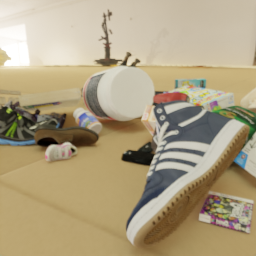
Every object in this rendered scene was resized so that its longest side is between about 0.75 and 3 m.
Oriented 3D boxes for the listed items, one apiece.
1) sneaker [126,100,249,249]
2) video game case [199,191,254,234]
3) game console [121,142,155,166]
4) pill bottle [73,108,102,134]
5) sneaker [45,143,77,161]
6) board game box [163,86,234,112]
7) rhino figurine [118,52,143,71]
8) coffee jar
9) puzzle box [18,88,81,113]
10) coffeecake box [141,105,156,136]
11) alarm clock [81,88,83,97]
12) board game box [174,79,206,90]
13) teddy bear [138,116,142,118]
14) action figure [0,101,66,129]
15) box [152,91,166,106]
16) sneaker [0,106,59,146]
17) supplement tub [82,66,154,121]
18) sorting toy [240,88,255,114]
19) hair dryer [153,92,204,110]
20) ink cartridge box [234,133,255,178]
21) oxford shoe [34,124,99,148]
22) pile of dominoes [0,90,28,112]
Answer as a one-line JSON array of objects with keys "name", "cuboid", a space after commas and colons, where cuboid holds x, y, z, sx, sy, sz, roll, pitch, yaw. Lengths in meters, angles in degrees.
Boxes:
[{"name": "sneaker", "cuboid": [0.604, 0.508, 4.403, 1.441, 0.931, 2.656, 33, 55, 31]}, {"name": "video game case", "cuboid": [1.615, 1.344, 4.561, 0.749, 0.148, 0.827, 8, 18, 26]}, {"name": "game console", "cuboid": [0.442, 0.613, 7.130, 0.787, 0.161, 1.334, 8, 19, 26]}, {"name": "pill bottle", "cuboid": [-1.295, -0.197, 8.707, 0.534, 0.534, 0.952, -15, 48, -43]}, {"name": "sneaker", "cuboid": [-1.602, 0.586, 6.825, 0.401, 0.370, 0.910, 8, 18, 34]}, {"name": "board game box", "cuboid": [2.205, -0.571, 9.051, 1.170, 1.149, 2.231, -21, 22, -20]}, {"name": "rhino figurine", "cuboid": [0.180, -2.298, 12.949, 0.783, 1.146, 2.620, 28, -10, 22]}, {"name": "coffee jar", "cuboid": [1.889, 0.257, 6.363, 2.659, 1.135, 1.387, -11, 35, -33]}, {"name": "puzzle box", "cuboid": [-2.713, -0.948, 10.052, 1.903, 0.364, 2.860, -9, 1, -14]}, {"name": "coffeecake box", "cuboid": [1.256, -0.082, 7.839, 1.447, 0.529, 1.111, 9, -23, 28]}, {"name": "alarm clock", "cuboid": [-1.268, -1.800, 13.863, 1.800, 0.889, 2.669, -8, 19, 17]}, {"name": "board game box", "cuboid": [3.046, -1.797, 13.751, 1.551, 1.171, 0.364, -5, 16, -17]}, {"name": "teddy bear", "cuboid": [0.348, -0.642, 11.185, 0.751, 0.346, 1.036, 4, 17, 23]}, {"name": "action figure", "cuboid": [-3.283, -0.394, 9.336, 2.294, 0.796, 1.493, 15, 1, 20]}, {"name": "box", "cuboid": [1.856, -1.113, 12.265, 2.283, 0.572, 2.300, 3, 20, 5]}, {"name": "sneaker", "cuboid": [-3.252, -0.086, 7.965, 2.492, 1.033, 0.884, 0, 17, -5]}, {"name": "supplement tub", "cuboid": [-0.409, -1.157, 9.710, 1.791, 1.791, 2.552, -8, 7, -25]}, {"name": "sorting toy", "cuboid": [4.381, -0.204, 6.199, 1.531, 2.580, 2.866, -43, 2, 1]}, {"name": "hair dryer", "cuboid": [1.076, -0.627, 7.062, 1.155, 0.412, 1.517, -9, 20, -19]}, {"name": "ink cartridge box", "cuboid": [2.885, 0.446, 5.618, 0.526, 1.248, 0.911, 32, 8, -15]}, {"name": "oxford shoe", "cuboid": [-1.635, 0.358, 7.519, 1.712, 0.622, 0.722, 1, 41, -10]}, {"name": "pile of dominoes", "cuboid": [-4.821, -0.895, 10.598, 1.902, 0.303, 1.482, 0, 43, -33]}]
